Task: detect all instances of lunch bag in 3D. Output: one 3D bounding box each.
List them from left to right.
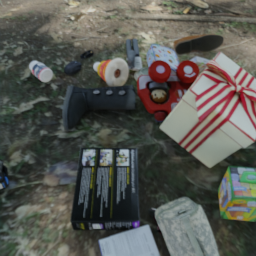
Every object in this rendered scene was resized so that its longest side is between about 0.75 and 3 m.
[{"bbox_3d":[1.711,-3.088,13.281,1.565,0.738,1.954,14,46,-19],"label":"lunch bag"},{"bbox_3d":[1.553,2.807,7.158,1.224,1.473,1.757,-21,87,-2],"label":"lunch bag"}]

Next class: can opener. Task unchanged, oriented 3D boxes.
[{"bbox_3d":[0.267,-3.755,14.013,0.713,0.900,2.708,-1,43,-2],"label":"can opener"}]

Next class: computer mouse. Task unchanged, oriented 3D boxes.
[{"bbox_3d":[-2.421,-3.337,13.907,0.654,0.380,2.231,19,50,18],"label":"computer mouse"}]

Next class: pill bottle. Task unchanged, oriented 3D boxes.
[{"bbox_3d":[-4.115,-2.667,13.106,0.671,0.671,1.121,-35,56,-28],"label":"pill bottle"}]

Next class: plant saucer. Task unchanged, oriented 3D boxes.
[{"bbox_3d":[0.909,-2.540,13.232,1.251,0.314,1.251,0,48,0],"label":"plant saucer"}]

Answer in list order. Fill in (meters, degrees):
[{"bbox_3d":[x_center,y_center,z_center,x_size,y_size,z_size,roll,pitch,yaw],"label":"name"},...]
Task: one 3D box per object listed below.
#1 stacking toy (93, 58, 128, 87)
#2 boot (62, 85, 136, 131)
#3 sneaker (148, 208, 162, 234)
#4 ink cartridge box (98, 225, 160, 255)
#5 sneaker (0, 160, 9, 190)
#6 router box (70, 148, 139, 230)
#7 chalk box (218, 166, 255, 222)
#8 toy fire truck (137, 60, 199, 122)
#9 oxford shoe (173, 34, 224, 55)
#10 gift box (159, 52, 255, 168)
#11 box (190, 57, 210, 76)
[{"bbox_3d":[-0.993,-2.632,12.916,1.330,1.330,1.821,-37,40,-28],"label":"stacking toy"},{"bbox_3d":[-1.097,-0.862,11.392,2.880,0.945,2.373,2,50,-4],"label":"boot"},{"bbox_3d":[0.896,2.807,8.343,0.907,0.343,0.524,28,45,24],"label":"sneaker"},{"bbox_3d":[0.095,3.615,7.674,1.537,0.333,1.509,-14,50,-9],"label":"ink cartridge box"},{"bbox_3d":[-4.641,2.016,8.623,1.589,1.038,2.840,-1,47,1],"label":"sneaker"},{"bbox_3d":[-0.664,1.864,8.997,2.001,0.685,2.683,0,48,0],"label":"router box"},{"bbox_3d":[3.439,1.876,8.281,1.080,1.736,1.075,5,48,4],"label":"chalk box"},{"bbox_3d":[1.788,-1.386,11.530,2.768,1.552,2.324,-1,69,-5],"label":"toy fire truck"},{"bbox_3d":[3.655,-4.550,14.665,2.643,0.943,0.942,-7,43,-5],"label":"oxford shoe"},{"bbox_3d":[2.994,-0.425,9.300,2.734,2.766,2.963,35,55,2],"label":"gift box"},{"bbox_3d":[3.139,-2.727,12.567,1.366,1.065,0.281,4,71,-36],"label":"box"}]
